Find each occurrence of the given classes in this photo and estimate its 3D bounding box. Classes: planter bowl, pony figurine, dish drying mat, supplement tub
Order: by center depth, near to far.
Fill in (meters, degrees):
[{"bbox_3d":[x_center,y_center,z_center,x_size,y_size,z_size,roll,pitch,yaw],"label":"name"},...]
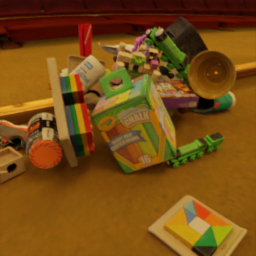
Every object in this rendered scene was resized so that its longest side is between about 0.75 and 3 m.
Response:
[{"bbox_3d":[-2.462,0.367,8.335,1.087,1.087,1.774,-8,28,-14],"label":"supplement tub"},{"bbox_3d":[-1.436,-1.721,9.385,1.244,0.821,0.821,-45,39,-2],"label":"supplement tub"},{"bbox_3d":[3.127,-1.968,10.236,1.734,1.734,0.722,18,26,29],"label":"planter bowl"},{"bbox_3d":[0.284,-2.861,12.105,2.708,2.806,2.336,5,20,16],"label":"pony figurine"},{"bbox_3d":[-1.978,-3.384,13.424,0.271,2.982,1.145,6,23,13],"label":"dish drying mat"}]

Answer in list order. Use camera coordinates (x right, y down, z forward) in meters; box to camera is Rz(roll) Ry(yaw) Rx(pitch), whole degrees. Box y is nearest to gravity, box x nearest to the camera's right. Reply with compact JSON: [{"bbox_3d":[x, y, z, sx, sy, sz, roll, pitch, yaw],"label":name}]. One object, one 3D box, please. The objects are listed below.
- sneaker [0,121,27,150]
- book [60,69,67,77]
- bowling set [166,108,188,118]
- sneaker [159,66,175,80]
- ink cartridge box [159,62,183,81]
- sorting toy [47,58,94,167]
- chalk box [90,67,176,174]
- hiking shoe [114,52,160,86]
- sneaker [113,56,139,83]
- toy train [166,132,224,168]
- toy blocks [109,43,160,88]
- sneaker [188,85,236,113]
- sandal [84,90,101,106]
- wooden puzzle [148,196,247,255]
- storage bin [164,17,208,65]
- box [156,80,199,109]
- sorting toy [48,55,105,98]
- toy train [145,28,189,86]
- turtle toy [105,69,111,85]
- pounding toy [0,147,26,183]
[{"bbox_3d":[-4.194,0.329,9.660,2.118,0.816,0.867,2,42,22],"label":"sneaker"},{"bbox_3d":[-2.742,-2.440,14.620,1.165,0.419,1.744,-27,63,-39],"label":"book"},{"bbox_3d":[1.427,-0.534,11.111,1.662,1.282,2.389,19,33,0],"label":"bowling set"},{"bbox_3d":[1.403,-2.110,10.527,0.798,0.311,0.340,27,26,-41],"label":"sneaker"},{"bbox_3d":[1.931,-2.183,12.681,0.836,1.448,1.991,-3,-5,0],"label":"ink cartridge box"},{"bbox_3d":[-1.519,-0.375,7.855,0.812,2.335,2.321,-11,68,-9],"label":"sorting toy"},{"bbox_3d":[0.124,-0.371,8.373,1.742,2.800,1.733,-21,25,19],"label":"chalk box"},{"bbox_3d":[0.357,-2.971,14.018,2.627,0.977,1.139,-27,46,16],"label":"hiking shoe"},{"bbox_3d":[0.121,-2.277,10.748,1.163,0.973,2.562,-16,-2,5],"label":"sneaker"},{"bbox_3d":[2.192,0.670,9.045,2.242,0.632,0.468,-18,49,-26],"label":"toy train"},{"bbox_3d":[0.158,-1.838,9.529,1.563,1.408,1.673,11,46,-12],"label":"toy blocks"},{"bbox_3d":[3.145,-1.495,12.699,1.757,1.217,2.910,-12,30,-39],"label":"sneaker"},{"bbox_3d":[-1.376,-1.105,10.139,0.886,0.596,2.207,-12,9,-24],"label":"sandal"},{"bbox_3d":[1.592,2.319,6.451,1.740,0.324,1.610,24,37,38],"label":"wooden puzzle"},{"bbox_3d":[2.488,-3.217,11.453,1.044,2.227,1.505,-37,39,13],"label":"storage bin"},{"bbox_3d":[1.205,-1.276,10.399,2.325,0.455,1.591,-3,33,-16],"label":"box"},{"bbox_3d":[-2.276,-2.226,12.701,2.719,2.026,0.364,3,-7,-31],"label":"sorting toy"},{"bbox_3d":[1.763,-2.596,10.516,0.836,2.965,0.619,4,61,51],"label":"toy train"},{"bbox_3d":[-1.138,-2.670,15.220,1.523,0.770,1.110,-7,29,-14],"label":"turtle toy"},{"bbox_3d":[-3.713,1.257,8.107,1.181,0.615,1.344,23,36,35],"label":"pounding toy"}]
